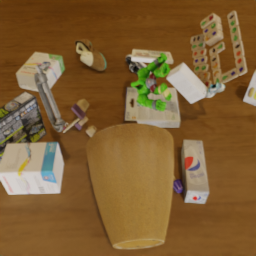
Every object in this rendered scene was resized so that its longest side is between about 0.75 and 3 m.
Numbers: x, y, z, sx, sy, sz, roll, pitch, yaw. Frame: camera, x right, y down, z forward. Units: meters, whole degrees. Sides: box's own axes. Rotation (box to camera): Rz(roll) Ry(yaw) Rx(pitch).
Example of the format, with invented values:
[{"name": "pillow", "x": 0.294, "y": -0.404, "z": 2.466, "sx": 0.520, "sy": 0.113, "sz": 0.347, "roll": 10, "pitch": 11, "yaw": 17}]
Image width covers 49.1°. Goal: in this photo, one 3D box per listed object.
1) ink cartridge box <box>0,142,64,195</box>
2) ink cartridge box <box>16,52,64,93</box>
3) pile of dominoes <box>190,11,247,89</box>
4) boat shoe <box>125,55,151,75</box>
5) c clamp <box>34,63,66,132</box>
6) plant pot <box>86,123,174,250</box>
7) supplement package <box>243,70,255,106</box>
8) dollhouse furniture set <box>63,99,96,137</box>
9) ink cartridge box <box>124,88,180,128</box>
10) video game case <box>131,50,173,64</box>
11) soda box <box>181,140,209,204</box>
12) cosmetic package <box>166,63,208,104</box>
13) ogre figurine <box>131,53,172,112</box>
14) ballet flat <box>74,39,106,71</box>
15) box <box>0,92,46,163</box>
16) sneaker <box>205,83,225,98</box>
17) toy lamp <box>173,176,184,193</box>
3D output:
[{"name": "ink cartridge box", "x": -3.133, "y": 1.339, "z": 9.229, "sx": 1.703, "sy": 1.249, "sz": 1.244, "roll": -1, "pitch": 46, "yaw": -2}, {"name": "ink cartridge box", "x": -4.166, "y": -2.692, "z": 13.444, "sx": 1.458, "sy": 0.878, "sz": 2.007, "roll": 11, "pitch": 48, "yaw": 10}, {"name": "pile of dominoes", "x": 3.045, "y": -2.778, "z": 10.132, "sx": 0.429, "sy": 2.098, "sz": 2.692, "roll": 13, "pitch": 65, "yaw": -33}, {"name": "boat shoe", "x": 0.352, "y": -3.060, "z": 14.029, "sx": 0.596, "sy": 0.631, "sz": 1.760, "roll": -29, "pitch": 60, "yaw": -27}, {"name": "c clamp", "x": -2.171, "y": -0.750, "z": 7.641, "sx": 0.277, "sy": 2.043, "sz": 1.745, "roll": -26, "pitch": 24, "yaw": -26}, {"name": "plant pot", "x": 0.157, "y": 1.807, "z": 8.056, "sx": 2.742, "sy": 2.742, "sz": 2.943, "roll": -3, "pitch": 57, "yaw": -3}, {"name": "supplement package", "x": 5.724, "y": -1.791, "z": 12.090, "sx": 0.875, "sy": 1.539, "sz": 0.843, "roll": 26, "pitch": 51, "yaw": 23}, {"name": "dollhouse furniture set", "x": -2.062, "y": -0.277, "z": 11.619, "sx": 1.217, "sy": 1.359, "sz": 1.715, "roll": -37, "pitch": 16, "yaw": 18}, {"name": "ink cartridge box", "x": 1.000, "y": -0.908, "z": 11.984, "sx": 2.244, "sy": 0.486, "sz": 2.203, "roll": 0, "pitch": 45, "yaw": 3}, {"name": "video game case", "x": 0.918, "y": -2.792, "z": 10.933, "sx": 1.550, "sy": 0.184, "sz": 1.411, "roll": 5, "pitch": 27, "yaw": 1}, {"name": "soda box", "x": 2.226, "y": 1.428, "z": 9.511, "sx": 0.685, "sy": 0.737, "sz": 2.159, "roll": 3, "pitch": 46, "yaw": 4}, {"name": "cosmetic package", "x": 2.114, "y": -1.576, "z": 10.023, "sx": 1.365, "sy": 0.692, "sz": 0.486, "roll": 42, "pitch": 54, "yaw": -17}, {"name": "ogre figurine", "x": 0.588, "y": -1.096, "z": 7.000, "sx": 0.864, "sy": 1.442, "sz": 0.707, "roll": -7, "pitch": 3, "yaw": 38}, {"name": "ballet flat", "x": -2.084, "y": -3.780, "z": 14.328, "sx": 0.995, "sy": 0.933, "sz": 2.750, "roll": -1, "pitch": 43, "yaw": -34}, {"name": "box", "x": -4.119, "y": 0.181, "z": 9.862, "sx": 0.547, "sy": 1.981, "sz": 2.473, "roll": 26, "pitch": 52, "yaw": 22}, {"name": "sneaker", "x": 2.949, "y": -1.366, "z": 9.825, "sx": 0.368, "sy": 0.853, "sz": 0.331, "roll": 25, "pitch": 59, "yaw": -22}, {"name": "toy lamp", "x": 1.458, "y": 1.580, "z": 9.599, "sx": 0.420, "sy": 0.420, "sz": 1.442, "roll": -15, "pitch": 48, "yaw": -14}]
